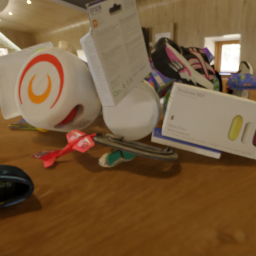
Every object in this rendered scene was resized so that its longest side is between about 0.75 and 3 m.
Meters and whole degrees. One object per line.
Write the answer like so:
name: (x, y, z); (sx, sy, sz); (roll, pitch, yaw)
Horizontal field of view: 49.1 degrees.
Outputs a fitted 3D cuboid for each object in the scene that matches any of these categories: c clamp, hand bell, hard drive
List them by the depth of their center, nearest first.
c clamp: (0.250, 0.477, 7.638); (2.575, 0.349, 2.200); (14, 3, 33)
hard drive: (1.580, 0.394, 7.929); (1.820, 0.231, 1.201); (14, 11, 4)
hand bell: (-3.365, -2.928, 12.891); (1.093, 1.093, 2.099); (11, 56, 39)

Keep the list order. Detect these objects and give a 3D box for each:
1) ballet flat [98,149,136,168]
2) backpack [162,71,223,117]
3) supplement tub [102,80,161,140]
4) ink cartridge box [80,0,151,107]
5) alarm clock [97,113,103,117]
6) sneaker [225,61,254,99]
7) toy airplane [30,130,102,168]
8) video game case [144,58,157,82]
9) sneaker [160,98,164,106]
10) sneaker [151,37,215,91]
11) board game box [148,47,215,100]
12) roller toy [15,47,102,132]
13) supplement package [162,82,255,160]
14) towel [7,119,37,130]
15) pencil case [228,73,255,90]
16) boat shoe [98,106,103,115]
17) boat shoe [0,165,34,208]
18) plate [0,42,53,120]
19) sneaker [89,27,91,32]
ballet flat: (-0.286, 0.721, 7.308); (0.399, 0.472, 1.248); (-14, -3, 42)
backpack: (2.601, -1.043, 11.296); (2.643, 2.156, 2.032); (-13, 33, -22)
supplement tub: (0.149, -0.718, 9.874); (1.973, 1.973, 2.722); (0, 13, 2)
ink cartridge box: (-0.288, -2.267, 7.742); (0.520, 2.560, 2.555); (2, 31, 30)
alarm clock: (-0.197, -0.774, 12.558); (2.815, 0.937, 1.899); (-11, 16, -19)
sneaker: (4.033, -1.648, 10.298); (0.799, 2.016, 0.745); (21, -21, -5)
toy airplane: (-1.562, 0.533, 7.451); (1.965, 0.361, 1.965); (-14, 18, 5)
video game case: (0.923, -2.409, 11.978); (0.205, 1.143, 1.036); (-51, 0, -32)
sneaker: (2.169, -1.701, 17.161); (0.457, 0.546, 1.235); (-2, 12, -3)
sneaker: (1.845, -2.110, 8.930); (1.157, 1.243, 2.880); (7, -15, 43)
board game box: (2.037, -2.124, 11.728); (2.762, 0.618, 1.857); (-29, -11, -16)
roller toy: (-2.289, -1.188, 9.724); (2.670, 2.927, 2.045); (11, -2, 30)
supplement package: (2.415, -0.323, 8.071); (2.606, 1.445, 2.029); (14, 11, 5)
towel: (-3.747, -0.282, 11.793); (1.672, 0.265, 2.329); (1, 14, 7)
pencil case: (4.230, -1.564, 9.662); (1.467, 0.573, 0.637); (3, 43, -2)
boat shoe: (-1.701, -1.142, 12.430); (0.955, 1.097, 2.978); (-7, -13, 22)
boat shoe: (-2.861, 1.027, 4.490); (2.672, 1.125, 0.917); (-14, 14, -39)
plate: (-4.020, -1.883, 11.401); (2.654, 2.649, 0.429); (-15, -5, 4)
sneaker: (-0.672, -2.306, 8.828); (0.784, 1.945, 1.424); (-4, 16, 11)
